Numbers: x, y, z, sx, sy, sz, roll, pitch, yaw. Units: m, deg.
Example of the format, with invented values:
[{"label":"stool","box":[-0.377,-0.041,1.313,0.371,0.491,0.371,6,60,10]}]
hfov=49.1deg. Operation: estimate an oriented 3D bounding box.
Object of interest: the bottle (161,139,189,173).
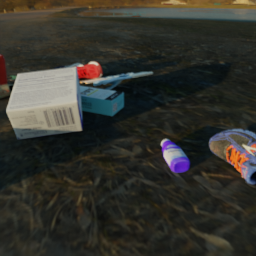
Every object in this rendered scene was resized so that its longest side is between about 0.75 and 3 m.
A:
[{"label":"bottle","box":[1.148,0.676,7.149,0.488,0.381,1.168,-5,27,-10]}]

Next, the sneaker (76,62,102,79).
[{"label":"sneaker","box":[-2.239,-2.495,13.189,1.252,0.849,2.167,-34,24,-35]}]

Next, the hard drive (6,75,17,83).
[{"label":"hard drive","box":[-5.772,-2.372,13.551,0.931,0.176,0.650,3,26,7]}]

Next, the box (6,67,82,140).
[{"label":"box","box":[-2.478,-0.832,8.738,1.971,1.125,2.144,-8,40,-4]}]

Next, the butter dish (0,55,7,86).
[{"label":"butter dish","box":[-6.072,-2.394,11.471,1.809,1.814,1.341,-17,51,-30]}]

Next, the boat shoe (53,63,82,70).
[{"label":"boat shoe","box":[-3.059,-3.016,14.341,0.742,0.597,1.599,27,37,30]}]

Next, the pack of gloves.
[{"label":"pack of gloves","box":[-0.565,-2.081,12.819,2.693,0.531,2.262,-15,15,-25]}]

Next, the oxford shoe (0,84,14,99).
[{"label":"oxford shoe","box":[-5.045,-1.466,11.174,0.586,0.552,1.567,-4,24,23]}]

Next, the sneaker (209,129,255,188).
[{"label":"sneaker","box":[2.855,0.780,6.391,0.991,0.952,2.527,-23,32,-30]}]

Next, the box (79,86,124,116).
[{"label":"box","box":[-1.451,-1.060,10.408,2.426,0.596,0.998,11,29,22]}]
